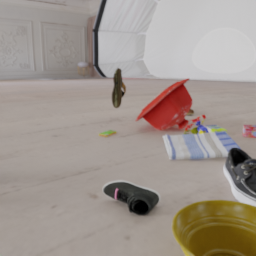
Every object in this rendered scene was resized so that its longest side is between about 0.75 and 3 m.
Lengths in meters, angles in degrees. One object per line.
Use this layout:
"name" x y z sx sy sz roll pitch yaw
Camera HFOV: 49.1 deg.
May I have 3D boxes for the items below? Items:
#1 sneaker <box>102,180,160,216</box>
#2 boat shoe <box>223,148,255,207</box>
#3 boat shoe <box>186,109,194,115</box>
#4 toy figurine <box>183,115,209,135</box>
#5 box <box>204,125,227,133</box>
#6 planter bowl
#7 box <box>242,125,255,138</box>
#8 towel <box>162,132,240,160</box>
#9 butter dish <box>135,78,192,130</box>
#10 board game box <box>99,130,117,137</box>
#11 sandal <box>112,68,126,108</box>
"sneaker" -0.013 1.693 6.839 1.499 0.530 0.743 9 11 16
"boat shoe" 3.339 1.264 7.687 0.997 0.944 2.850 2 15 6
"boat shoe" 3.509 -1.214 17.991 0.645 0.605 1.791 -9 17 -30
"toy figurine" 3.124 0.278 12.316 0.883 1.003 1.674 -18 -25 -13
"box" 4.202 0.092 13.627 0.690 0.270 1.131 -2 15 -13
"planter bowl" 1.758 2.086 4.676 2.080 0.866 2.080 0 15 0
"box" 5.849 0.158 12.883 1.004 0.500 0.479 3 15 10
"towel" 2.764 0.646 10.796 2.703 0.322 1.985 -3 20 2
"butter dish" 2.224 -0.851 14.123 2.795 2.072 2.803 -40 -2 34
"board game box" -0.945 0.261 13.251 0.428 0.134 0.897 10 20 31
"sandal" -0.326 -1.559 11.033 0.441 1.614 0.660 10 -20 -28
